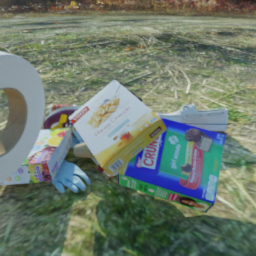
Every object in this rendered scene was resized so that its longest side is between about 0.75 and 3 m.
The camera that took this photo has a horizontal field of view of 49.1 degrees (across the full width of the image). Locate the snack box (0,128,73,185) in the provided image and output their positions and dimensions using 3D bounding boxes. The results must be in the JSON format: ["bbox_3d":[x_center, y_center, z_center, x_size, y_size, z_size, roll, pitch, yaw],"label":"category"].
[{"bbox_3d":[-2.839,0.784,8.511,1.736,0.647,2.441,-6,22,5],"label":"snack box"}]

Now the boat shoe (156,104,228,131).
[{"bbox_3d":[2.341,-0.451,10.641,2.931,0.963,1.055,5,10,3],"label":"boat shoe"}]

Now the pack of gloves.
[{"bbox_3d":[-1.695,0.841,8.996,2.458,0.577,2.925,-23,35,-38],"label":"pack of gloves"}]

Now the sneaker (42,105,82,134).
[{"bbox_3d":[-1.705,-0.117,10.057,2.663,0.998,1.200,-14,51,-8],"label":"sneaker"}]

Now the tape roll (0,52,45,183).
[{"bbox_3d":[-2.830,-0.141,5.901,0.535,2.928,2.928,17,32,15],"label":"tape roll"}]

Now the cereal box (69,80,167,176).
[{"bbox_3d":[-0.417,-0.141,7.564,1.841,0.506,2.559,-40,43,-4],"label":"cereal box"}]

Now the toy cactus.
[{"bbox_3d":[-0.710,0.703,8.886,1.972,1.222,2.390,-7,26,13],"label":"toy cactus"}]

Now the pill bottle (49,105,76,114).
[{"bbox_3d":[-2.457,-0.571,11.381,1.351,0.758,0.758,0,28,-3],"label":"pill bottle"}]

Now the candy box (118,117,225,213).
[{"bbox_3d":[1.161,0.851,7.453,2.405,0.926,2.034,15,57,10],"label":"candy box"}]

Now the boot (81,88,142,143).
[{"bbox_3d":[-0.776,-0.530,9.097,2.389,0.893,1.158,-36,65,-23],"label":"boot"}]
